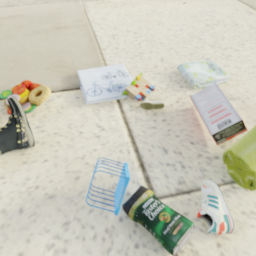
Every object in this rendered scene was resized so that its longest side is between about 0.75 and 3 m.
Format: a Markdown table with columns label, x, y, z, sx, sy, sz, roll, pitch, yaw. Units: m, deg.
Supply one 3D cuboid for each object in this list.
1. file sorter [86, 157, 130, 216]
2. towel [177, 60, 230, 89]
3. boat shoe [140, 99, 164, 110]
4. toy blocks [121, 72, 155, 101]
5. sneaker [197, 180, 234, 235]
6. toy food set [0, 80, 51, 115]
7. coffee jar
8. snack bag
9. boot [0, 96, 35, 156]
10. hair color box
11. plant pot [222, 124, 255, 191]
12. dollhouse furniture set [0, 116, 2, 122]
| label | x | y | z | sx | sy | sz | roll | pitch | yaw |
| --- | --- | --- | --- | --- | --- | --- | --- | --- | --- |
| file sorter | -0.543 | 1.458 | 7.481 | 0.895 | 1.013 | 1.459 | 18 | 6 | -4 |
| towel | 3.431 | -2.491 | 12.790 | 1.897 | 0.457 | 1.624 | -13 | 44 | -13 |
| boat shoe | 0.935 | -0.951 | 11.230 | 1.006 | 0.376 | 0.344 | 2 | 38 | -11 |
| toy blocks | 0.493 | -1.552 | 11.584 | 0.931 | 0.681 | 1.362 | 40 | 57 | 1 |
| sneaker | 2.216 | 2.142 | 7.701 | 0.774 | 0.583 | 1.656 | -3 | 46 | -12 |
| toy food set | -4.121 | -1.222 | 11.185 | 1.846 | 0.454 | 1.865 | -41 | 58 | -19 |
| coffee jar | 0.740 | 2.342 | 7.314 | 1.812 | 0.773 | 0.945 | 32 | 64 | 30 |
| snack bag | -0.981 | -2.009 | 12.411 | 2.392 | 0.272 | 2.537 | -13 | 45 | -14 |
| boot | -4.121 | -0.029 | 9.385 | 1.453 | 0.694 | 1.924 | -21 | 84 | -26 |
| hair color box | 3.198 | -0.558 | 10.149 | 1.158 | 0.698 | 2.281 | -29 | 40 | 15 |
| plant pot | 3.990 | 0.832 | 8.314 | 1.907 | 2.074 | 2.074 | -29 | 49 | -13 |
| dollhouse furniture set | -6.332 | -0.136 | 10.032 | 2.207 | 1.387 | 2.495 | 3 | 37 | 41 |
